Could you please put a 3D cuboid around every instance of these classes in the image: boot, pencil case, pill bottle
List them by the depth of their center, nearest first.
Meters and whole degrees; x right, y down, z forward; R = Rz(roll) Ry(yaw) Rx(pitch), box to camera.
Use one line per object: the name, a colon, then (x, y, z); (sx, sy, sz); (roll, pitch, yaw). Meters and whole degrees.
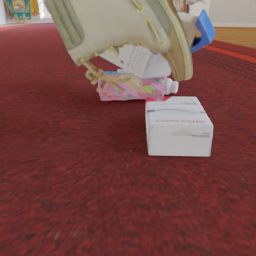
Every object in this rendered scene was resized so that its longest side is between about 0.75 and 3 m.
boot: (-0.057, -1.746, 5.559); (2.158, 2.791, 1.006); (-29, 32, 6)
pencil case: (0.149, -1.558, 10.557); (2.533, 1.108, 1.108); (-1, 25, 0)
pill bottle: (1.409, -1.710, 11.386); (1.155, 0.647, 0.647); (10, 27, 19)

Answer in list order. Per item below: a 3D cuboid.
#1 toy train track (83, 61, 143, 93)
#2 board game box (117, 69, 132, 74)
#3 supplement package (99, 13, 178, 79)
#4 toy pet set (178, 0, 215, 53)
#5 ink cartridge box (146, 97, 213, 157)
toy train track: (-0.424, -0.951, 5.804); (1.271, 0.361, 2.216); (35, -6, -31)
board game box: (0.034, -2.234, 12.686); (1.153, 0.502, 1.563); (2, 27, 3)
supplement package: (0.220, -3.177, 9.326); (2.719, 2.063, 2.048); (33, 28, 24)
toy pet set: (1.921, -2.917, 7.496); (1.046, 1.970, 1.839); (21, 44, 12)
ink cartridge box: (1.282, -0.111, 7.690); (1.566, 0.899, 2.156); (1, 25, 2)
